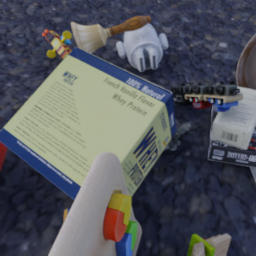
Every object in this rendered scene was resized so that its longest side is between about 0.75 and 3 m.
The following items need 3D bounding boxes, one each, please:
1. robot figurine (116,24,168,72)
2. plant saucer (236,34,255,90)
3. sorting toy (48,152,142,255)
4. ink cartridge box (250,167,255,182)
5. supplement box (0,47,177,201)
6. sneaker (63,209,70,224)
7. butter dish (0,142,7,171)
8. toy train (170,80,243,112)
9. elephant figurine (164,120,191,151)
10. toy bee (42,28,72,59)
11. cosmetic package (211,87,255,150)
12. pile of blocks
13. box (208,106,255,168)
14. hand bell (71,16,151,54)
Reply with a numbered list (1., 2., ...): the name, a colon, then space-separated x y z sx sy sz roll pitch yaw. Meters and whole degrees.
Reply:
1. robot figurine: 0.476 -2.730 9.286 1.702 1.134 2.007 -9 50 -3
2. plant saucer: 4.293 -1.527 7.143 2.904 2.904 0.466 11 34 9
3. sorting toy: -0.322 2.022 4.296 0.467 2.558 2.368 6 48 21
4. ink cartridge box: 3.756 1.313 6.306 1.588 0.373 1.570 -3 44 2
5. supplement box: -0.728 0.127 5.999 2.555 1.715 2.553 30 74 24
6. sneaker: -0.846 2.298 5.434 0.694 0.593 1.575 -10 58 -19
7. butter dish: -4.345 0.926 5.712 2.779 2.060 2.787 32 31 -30
8. toy train: 1.785 -0.784 6.943 0.499 0.670 2.925 -10 9 -13
9. elephant figurine: 1.047 0.014 6.997 0.824 1.062 0.751 1 50 2
10. toy bee: -2.481 -2.893 9.541 1.652 0.898 1.081 34 101 31
11. cosmetic package: 2.616 -0.290 6.622 0.840 0.568 1.598 18 47 26
12. pile of blocks: 0.961 2.451 5.014 2.018 0.828 0.627 -27 32 -28
13. box: 2.882 0.087 7.062 1.561 0.493 1.980 9 41 12
14. hand bell: -0.432 -2.932 8.444 2.281 1.188 1.188 -18 50 2
